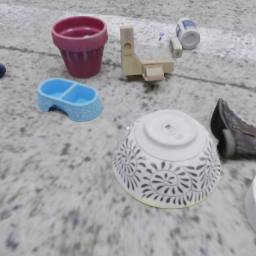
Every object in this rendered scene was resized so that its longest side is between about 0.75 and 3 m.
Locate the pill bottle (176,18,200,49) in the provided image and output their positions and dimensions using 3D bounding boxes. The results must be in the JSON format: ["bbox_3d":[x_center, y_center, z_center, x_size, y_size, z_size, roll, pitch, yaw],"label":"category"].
[{"bbox_3d":[2.734,-4.475,13.042,0.943,0.943,1.697,-1,43,-1],"label":"pill bottle"}]

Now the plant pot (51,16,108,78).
[{"bbox_3d":[-1.798,-3.056,10.846,2.060,1.844,2.060,0,43,0],"label":"plant pot"}]

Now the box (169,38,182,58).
[{"bbox_3d":[2.106,-3.590,12.466,0.373,0.448,1.090,-3,42,-3],"label":"box"}]

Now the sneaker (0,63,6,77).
[{"bbox_3d":[-5.882,-2.433,10.960,2.210,0.817,0.909,1,41,0],"label":"sneaker"}]

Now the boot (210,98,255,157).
[{"bbox_3d":[3.679,0.130,8.307,2.124,0.845,2.439,5,48,-1],"label":"boot"}]

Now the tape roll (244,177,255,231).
[{"bbox_3d":[3.820,1.824,6.409,2.093,0.732,2.093,0,44,0],"label":"tape roll"}]

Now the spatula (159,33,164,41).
[{"bbox_3d":[1.596,-4.450,13.657,0.217,0.079,0.768,9,44,12],"label":"spatula"}]

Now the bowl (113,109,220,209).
[{"bbox_3d":[1.048,0.450,7.404,2.995,1.406,2.995,-1,43,1],"label":"bowl"}]

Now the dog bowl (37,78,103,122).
[{"bbox_3d":[-2.031,-1.038,9.597,2.432,0.603,1.356,19,46,18],"label":"dog bowl"}]

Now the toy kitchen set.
[{"bbox_3d":[0.743,-2.751,10.201,1.930,1.741,1.574,-5,25,-5],"label":"toy kitchen set"}]
